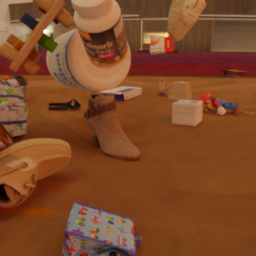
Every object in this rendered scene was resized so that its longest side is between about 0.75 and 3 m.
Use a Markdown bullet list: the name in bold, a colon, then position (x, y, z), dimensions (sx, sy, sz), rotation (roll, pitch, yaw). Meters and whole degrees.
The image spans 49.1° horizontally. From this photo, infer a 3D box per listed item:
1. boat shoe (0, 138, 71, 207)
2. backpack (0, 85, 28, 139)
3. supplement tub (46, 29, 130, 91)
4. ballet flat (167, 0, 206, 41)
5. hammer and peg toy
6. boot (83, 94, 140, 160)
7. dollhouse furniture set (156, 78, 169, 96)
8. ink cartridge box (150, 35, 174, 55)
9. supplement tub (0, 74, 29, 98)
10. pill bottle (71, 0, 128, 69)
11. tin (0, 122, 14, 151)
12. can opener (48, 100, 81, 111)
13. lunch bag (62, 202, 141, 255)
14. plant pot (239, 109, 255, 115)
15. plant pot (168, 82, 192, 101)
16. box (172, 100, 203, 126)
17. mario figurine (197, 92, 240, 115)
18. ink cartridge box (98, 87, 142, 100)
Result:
- **boat shoe**: position (-2.069, 0.938, 4.761), dimensions (2.831, 1.009, 0.913), rotation (-16, 57, -46)
- **backpack**: position (-4.144, -0.464, 8.000), dimensions (2.731, 2.099, 2.228), rotation (28, 11, 31)
- **supplement tub**: position (-1.367, -2.183, 8.922), dimensions (1.916, 1.916, 2.904), rotation (-9, 13, -28)
- **ballet flat**: position (1.325, -2.735, 5.574), dimensions (0.682, 2.021, 0.630), rotation (0, 24, -35)
- **hammer and peg toy**: position (-1.875, -2.568, 6.530), dimensions (0.918, 2.603, 1.915), rotation (34, 12, -27)
- **boot**: position (-0.453, -0.112, 7.155), dimensions (1.982, 1.449, 0.696), rotation (15, 22, 43)
- **dollhouse furniture set**: position (2.377, -2.391, 15.993), dimensions (1.392, 0.988, 1.103), rotation (0, 16, -1)
- **ink cartridge box**: position (1.135, -2.842, 9.482), dimensions (0.792, 0.642, 0.198), rotation (-6, -20, 23)
- **supplement tub**: position (-5.856, -1.832, 13.402), dimensions (1.330, 1.330, 2.170), rotation (3, 16, 10)
- **pill bottle**: position (-0.361, -1.322, 3.692), dimensions (0.612, 0.612, 1.051), rotation (3, -27, 11)
- **tin**: position (-2.679, 0.460, 4.955), dimensions (1.223, 0.457, 2.184), rotation (-23, -13, -16)
- **can opener**: position (-2.750, -0.915, 12.073), dimensions (1.394, 0.548, 0.442), rotation (-5, 55, -7)
- **lunch bag**: position (-0.313, 1.426, 3.750), dimensions (1.003, 0.472, 0.755), rotation (8, 13, -4)
- **plant pot**: position (5.022, -0.677, 11.605), dimensions (0.792, 0.109, 0.792), rotation (1, 16, 0)
- **plant pot**: position (2.737, -1.943, 14.633), dimensions (0.996, 0.882, 0.997), rotation (11, 20, 33)
- **box**: position (2.106, -0.552, 9.949), dimensions (0.889, 0.762, 0.885), rotation (6, 17, 27)
- **mario figurine**: position (3.665, -0.850, 11.632), dimensions (1.701, 0.902, 1.050), rotation (17, -15, 19)
- **ink cartridge box**: position (-0.375, -1.852, 15.062), dimensions (1.260, 0.494, 2.662), rotation (9, 16, 26)
